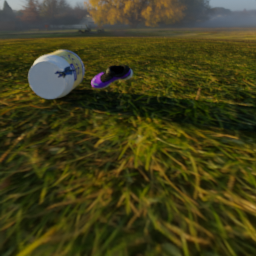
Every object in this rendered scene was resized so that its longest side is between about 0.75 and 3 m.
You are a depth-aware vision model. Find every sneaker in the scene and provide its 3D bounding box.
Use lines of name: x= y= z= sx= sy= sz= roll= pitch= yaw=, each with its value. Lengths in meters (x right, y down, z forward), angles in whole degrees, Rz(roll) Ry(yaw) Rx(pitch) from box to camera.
sneaker: x=-0.505 y=-1.427 z=7.491 sx=1.171 sy=0.407 sz=0.583 roll=-19 pitch=-13 yaw=11

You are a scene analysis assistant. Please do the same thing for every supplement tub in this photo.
supplement tub: x=-3.311 y=-2.521 z=13.152 sx=1.967 sy=1.967 sz=2.706 roll=2 pitch=22 yaw=6

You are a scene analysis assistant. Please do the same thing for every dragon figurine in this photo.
dragon figurine: x=-2.326 y=-2.180 z=10.833 sx=1.063 sy=0.313 sz=0.528 roll=-26 pitch=7 yaw=-18
